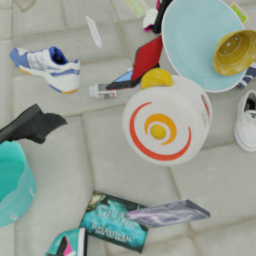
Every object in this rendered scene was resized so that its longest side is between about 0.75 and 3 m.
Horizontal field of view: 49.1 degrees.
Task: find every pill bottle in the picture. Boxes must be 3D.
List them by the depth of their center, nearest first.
[{"bbox_3d":[-0.943,-1.377,10.455,0.987,0.546,0.546,-5,57,-4],"label":"pill bottle"}]

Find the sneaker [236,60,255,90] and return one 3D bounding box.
[{"bbox_3d":[4.867,-2.162,10.929,2.287,1.241,0.802,-4,47,-40],"label":"sneaker"}]

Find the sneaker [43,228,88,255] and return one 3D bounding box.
[{"bbox_3d":[-1.651,3.465,7.156,1.055,0.731,1.748,0,60,4],"label":"sneaker"}]

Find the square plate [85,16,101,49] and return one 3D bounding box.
[{"bbox_3d":[-0.902,-2.554,7.439,0.109,0.765,0.758,-23,32,-6],"label":"square plate"}]

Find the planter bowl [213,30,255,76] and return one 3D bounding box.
[{"bbox_3d":[2.827,-2.138,7.587,1.377,1.377,0.574,-12,47,-8],"label":"planter bowl"}]

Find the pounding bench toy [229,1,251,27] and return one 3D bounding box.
[{"bbox_3d":[3.250,-3.799,9.740,1.367,1.066,0.849,37,88,-12],"label":"pounding bench toy"}]

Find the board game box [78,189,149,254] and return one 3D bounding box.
[{"bbox_3d":[-0.325,2.626,7.980,1.882,0.265,1.273,15,58,10],"label":"board game box"}]

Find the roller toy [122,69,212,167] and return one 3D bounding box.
[{"bbox_3d":[0.925,-0.174,6.622,1.940,2.127,1.486,34,34,8],"label":"roller toy"}]

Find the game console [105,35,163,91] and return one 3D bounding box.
[{"bbox_3d":[0.200,-1.810,7.770,1.439,0.991,1.670,-1,27,36],"label":"game console"}]

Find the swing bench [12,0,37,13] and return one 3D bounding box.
[{"bbox_3d":[-3.053,-3.999,7.555,0.744,1.140,1.146,-31,68,2],"label":"swing bench"}]

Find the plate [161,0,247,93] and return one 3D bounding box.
[{"bbox_3d":[2.196,-2.401,7.985,2.943,0.376,2.943,3,82,-20],"label":"plate"}]

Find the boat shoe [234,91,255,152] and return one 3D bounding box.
[{"bbox_3d":[4.200,-0.294,9.615,0.819,0.748,2.275,14,58,9],"label":"boat shoe"}]

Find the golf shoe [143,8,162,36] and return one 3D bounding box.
[{"bbox_3d":[1.782,-4.411,12.386,2.433,0.916,1.113,21,75,15],"label":"golf shoe"}]

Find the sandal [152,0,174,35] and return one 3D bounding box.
[{"bbox_3d":[1.125,-3.970,8.785,0.459,2.038,0.765,40,38,24],"label":"sandal"}]

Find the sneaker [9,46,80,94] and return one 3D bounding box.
[{"bbox_3d":[-2.517,-2.084,8.679,2.600,1.146,0.979,27,31,13],"label":"sneaker"}]

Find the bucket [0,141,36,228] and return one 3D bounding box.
[{"bbox_3d":[-3.898,1.543,7.881,2.510,1.633,2.510,0,56,0],"label":"bucket"}]

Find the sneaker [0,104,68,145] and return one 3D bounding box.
[{"bbox_3d":[-2.010,0.080,5.773,0.460,0.799,1.533,-12,30,45],"label":"sneaker"}]

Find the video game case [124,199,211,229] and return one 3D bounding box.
[{"bbox_3d":[0.825,1.854,5.931,1.499,1.071,0.142,-22,50,31],"label":"video game case"}]

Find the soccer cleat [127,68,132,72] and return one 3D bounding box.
[{"bbox_3d":[0.356,-2.360,11.232,0.782,0.333,0.268,5,56,2],"label":"soccer cleat"}]

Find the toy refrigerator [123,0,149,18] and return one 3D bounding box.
[{"bbox_3d":[0.144,-4.075,8.884,1.067,0.405,0.373,45,37,-20],"label":"toy refrigerator"}]
